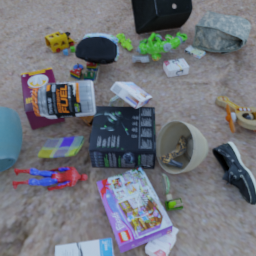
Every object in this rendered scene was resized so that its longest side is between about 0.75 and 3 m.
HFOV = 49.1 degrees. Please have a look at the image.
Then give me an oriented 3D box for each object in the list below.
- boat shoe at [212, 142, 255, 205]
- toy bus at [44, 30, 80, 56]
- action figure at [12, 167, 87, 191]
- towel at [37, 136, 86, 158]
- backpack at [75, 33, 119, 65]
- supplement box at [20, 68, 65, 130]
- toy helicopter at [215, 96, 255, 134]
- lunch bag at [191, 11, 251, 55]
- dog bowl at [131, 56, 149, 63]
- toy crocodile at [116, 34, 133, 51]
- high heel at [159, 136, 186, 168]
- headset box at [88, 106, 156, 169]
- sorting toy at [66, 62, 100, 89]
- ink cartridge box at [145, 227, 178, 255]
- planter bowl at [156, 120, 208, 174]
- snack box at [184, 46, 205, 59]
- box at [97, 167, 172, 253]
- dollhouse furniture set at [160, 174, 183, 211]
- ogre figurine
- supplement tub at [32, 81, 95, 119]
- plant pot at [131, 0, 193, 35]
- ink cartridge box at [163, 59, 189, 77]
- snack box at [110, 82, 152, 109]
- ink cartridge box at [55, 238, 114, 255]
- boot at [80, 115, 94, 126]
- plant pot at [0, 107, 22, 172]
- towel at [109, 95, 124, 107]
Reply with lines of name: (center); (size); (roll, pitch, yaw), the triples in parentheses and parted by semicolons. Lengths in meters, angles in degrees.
boat shoe: (3.372, 1.451, 9.038); (0.793, 0.894, 2.393); (-8, 49, -3)
toy bus: (-3.422, -4.533, 14.316); (1.547, 0.847, 1.640); (5, 49, 4)
action figure: (-2.482, 1.629, 9.108); (2.288, 0.591, 0.749); (0, 54, -7)
towel: (-2.313, 0.651, 9.646); (1.500, 0.171, 1.077); (-3, 33, 19)
backpack: (-1.166, -3.476, 12.392); (1.808, 2.217, 1.704); (4, 90, 9)
supplement box: (-3.455, -1.235, 11.274); (1.325, 1.028, 2.400); (-15, 50, -10)
toy helicopter: (4.214, -0.592, 10.917); (1.595, 0.951, 2.411); (-17, 38, -20)
lunch bag: (4.757, -4.708, 14.031); (2.498, 1.468, 2.048); (19, 47, 20)
dog bowl: (0.585, -3.287, 13.364); (0.863, 0.253, 0.863); (-2, 20, 1)
toy crocodile: (-0.205, -4.453, 14.546); (0.494, 0.452, 1.464); (-41, 58, 1)
high heel: (1.509, 0.705, 9.531); (0.853, 0.427, 1.196); (18, 65, -11)
headset box: (-0.227, 0.314, 9.881); (2.359, 1.094, 2.054); (1, 50, 1)
sorting toy: (-2.061, -2.525, 12.751); (1.319, 0.463, 2.736); (4, 48, 1)
ink cartridge box: (0.962, 3.170, 7.821); (0.559, 0.324, 0.960); (21, 48, 31)
planter bowl: (1.913, 0.660, 9.367); (1.162, 1.726, 1.726); (7, 40, -37)
snack box: (3.373, -3.829, 14.148); (0.898, 0.167, 0.522); (34, 57, 26)
box: (0.115, 2.313, 8.333); (1.554, 0.444, 2.272); (-17, 43, -11)
dollhouse furniture set: (1.359, 1.945, 8.571); (0.508, 0.664, 1.013); (-7, 60, -7)
ogre figurine: (1.396, -3.982, 13.411); (2.455, 1.204, 1.472); (21, 43, 22)
supplement tub: (-2.086, -0.920, 9.268); (1.932, 1.184, 1.184); (-6, 49, -5)
plant pot: (1.804, -6.509, 14.155); (2.767, 2.773, 2.460); (-12, 12, -11)
ink cartridge box: (2.226, -2.806, 13.078); (1.005, 0.430, 0.742); (-13, 50, -9)
snack box: (0.215, -1.243, 10.251); (1.045, 0.353, 2.907); (36, 14, 4)
ink cartridge box: (-1.084, 3.399, 7.208); (1.434, 1.041, 0.600); (-6, 49, -5)
boot: (-1.707, -0.702, 10.571); (0.526, 1.373, 1.066); (-35, 69, -26)
plant pot: (-4.435, 0.591, 9.108); (2.284, 2.284, 1.538); (-23, 71, -19)
towel: (-0.462, -1.004, 11.251); (0.201, 0.715, 0.835); (33, 49, 24)
